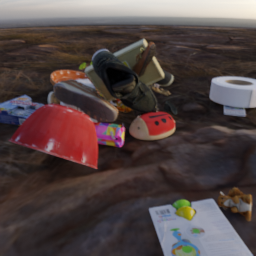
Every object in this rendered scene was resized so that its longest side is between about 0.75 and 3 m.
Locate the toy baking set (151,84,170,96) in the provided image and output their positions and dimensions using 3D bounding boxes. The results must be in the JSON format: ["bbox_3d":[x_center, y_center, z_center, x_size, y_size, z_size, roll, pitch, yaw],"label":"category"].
[{"bbox_3d":[1.288,-1.722,12.160,1.299,0.151,0.997,24,-4,-19],"label":"toy baking set"}]

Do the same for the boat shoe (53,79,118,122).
[{"bbox_3d":[-1.299,-0.994,9.181,2.304,0.872,0.827,29,44,6],"label":"boat shoe"}]

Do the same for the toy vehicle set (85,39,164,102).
[{"bbox_3d":[-0.138,-1.935,9.892,2.397,1.490,0.318,-20,35,23],"label":"toy vehicle set"}]

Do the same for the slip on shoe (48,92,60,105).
[{"bbox_3d":[-3.203,-1.407,13.031,0.517,0.648,1.705,0,18,10],"label":"slip on shoe"}]

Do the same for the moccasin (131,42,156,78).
[{"bbox_3d":[0.455,-2.200,8.895,0.511,1.396,0.539,-40,81,-27],"label":"moccasin"}]

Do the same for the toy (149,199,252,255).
[{"bbox_3d":[1.382,2.359,5.195,1.509,0.619,2.621,-6,24,-6],"label":"toy"}]

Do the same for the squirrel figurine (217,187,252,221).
[{"bbox_3d":[2.535,1.762,6.676,0.740,0.561,0.793,1,9,27],"label":"squirrel figurine"}]

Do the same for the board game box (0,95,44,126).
[{"bbox_3d":[-4.403,-0.779,11.720,1.911,0.589,1.910,7,27,15],"label":"board game box"}]

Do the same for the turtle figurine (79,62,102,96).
[{"bbox_3d":[-1.120,-1.853,11.120,2.067,1.667,0.666,-1,39,34],"label":"turtle figurine"}]

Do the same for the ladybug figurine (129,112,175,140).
[{"bbox_3d":[0.924,-0.130,10.157,1.875,0.674,1.272,-14,36,-29],"label":"ladybug figurine"}]

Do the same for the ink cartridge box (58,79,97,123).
[{"bbox_3d":[-1.916,-0.875,10.660,1.201,1.660,1.222,-9,28,-19],"label":"ink cartridge box"}]

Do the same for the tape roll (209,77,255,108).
[{"bbox_3d":[5.178,-1.737,13.253,2.503,0.875,2.503,2,22,-1],"label":"tape roll"}]

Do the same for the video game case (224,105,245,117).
[{"bbox_3d":[4.669,-0.805,12.334,0.860,0.108,1.201,7,27,15],"label":"video game case"}]

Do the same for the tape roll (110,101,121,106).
[{"bbox_3d":[-0.125,-1.497,13.285,1.516,0.530,1.516,-1,25,0],"label":"tape roll"}]

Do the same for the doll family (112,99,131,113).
[{"bbox_3d":[0.011,-1.025,11.919,1.520,0.685,0.944,2,34,32],"label":"doll family"}]

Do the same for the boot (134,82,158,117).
[{"bbox_3d":[0.810,-1.266,10.750,1.699,0.588,1.479,-23,72,2],"label":"boot"}]

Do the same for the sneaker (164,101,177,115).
[{"bbox_3d":[1.777,-0.740,11.854,0.296,0.444,0.775,-9,47,-34],"label":"sneaker"}]

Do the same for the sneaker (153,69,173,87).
[{"bbox_3d":[0.916,-2.421,12.626,2.134,0.798,1.134,3,-24,47],"label":"sneaker"}]

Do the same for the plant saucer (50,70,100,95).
[{"bbox_3d":[-2.500,-2.132,13.771,2.618,0.423,2.618,13,28,-7],"label":"plant saucer"}]

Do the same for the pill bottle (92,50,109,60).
[{"bbox_3d":[-0.848,-2.575,12.001,0.824,1.484,0.824,-12,59,20],"label":"pill bottle"}]

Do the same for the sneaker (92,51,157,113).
[{"bbox_3d":[0.059,-1.181,9.089,1.083,2.833,1.623,-40,35,9],"label":"sneaker"}]

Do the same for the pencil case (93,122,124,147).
[{"bbox_3d":[-1.008,0.176,9.419,1.861,0.822,0.822,6,26,13],"label":"pencil case"}]

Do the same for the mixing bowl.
[{"bbox_3d":[-1.762,0.147,7.480,2.362,1.279,2.362,17,-11,3],"label":"mixing bowl"}]
